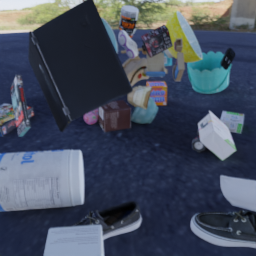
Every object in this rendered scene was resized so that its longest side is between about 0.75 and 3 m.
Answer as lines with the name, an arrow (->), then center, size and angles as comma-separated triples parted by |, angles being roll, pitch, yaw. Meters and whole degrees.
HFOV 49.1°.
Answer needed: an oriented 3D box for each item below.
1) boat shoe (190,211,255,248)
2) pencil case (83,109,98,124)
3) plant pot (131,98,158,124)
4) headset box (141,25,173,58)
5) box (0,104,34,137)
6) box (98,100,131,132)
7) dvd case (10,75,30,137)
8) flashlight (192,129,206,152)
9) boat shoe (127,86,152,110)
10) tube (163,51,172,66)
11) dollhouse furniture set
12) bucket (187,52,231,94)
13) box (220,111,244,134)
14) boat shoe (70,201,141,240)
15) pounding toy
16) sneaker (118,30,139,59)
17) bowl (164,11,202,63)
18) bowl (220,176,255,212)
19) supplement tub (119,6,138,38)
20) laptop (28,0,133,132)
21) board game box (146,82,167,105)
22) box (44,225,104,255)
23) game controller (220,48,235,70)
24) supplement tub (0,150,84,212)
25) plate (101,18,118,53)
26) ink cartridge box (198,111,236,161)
boat shoe -> 2.712, 2.228, 6.353 | 2.497, 0.707, 0.857 | 7, 26, 14
pencil case -> -1.505, -0.727, 12.741 | 0.670, 0.670, 1.534 | 5, 27, 11
plant pot -> 0.738, -0.735, 12.211 | 0.914, 1.364, 1.364 | 28, 26, -4
headset box -> 0.953, -2.970, 9.706 | 1.016, 0.755, 0.381 | -28, 50, 4
box -> -5.476, -0.405, 12.285 | 1.585, 0.437, 2.321 | 6, 26, 13
box -> -0.592, -0.517, 11.865 | 1.173, 0.963, 0.973 | -9, 29, -18
dvd case -> -3.333, -0.643, 8.599 | 0.179, 1.627, 1.188 | -9, -10, -33
flashlight -> 2.730, 0.383, 10.583 | 0.520, 0.518, 1.531 | -35, 7, 27
boat shoe -> 0.331, -0.953, 8.479 | 0.653, 0.726, 2.012 | 14, 8, 3
tube -> 1.968, -4.141, 14.516 | 0.711, 1.837, 0.463 | -2, 15, 14
dollhouse furniture set -> 1.260, -2.475, 10.551 | 1.511, 1.426, 0.986 | -1, -16, 0
bucket -> 4.705, -3.193, 16.260 | 2.461, 1.601, 2.461 | -12, 35, 8
box -> 4.384, -0.244, 11.895 | 0.909, 0.498, 1.030 | 12, 29, 20
boat shoe -> -0.641, 2.190, 6.452 | 2.094, 0.694, 0.732 | -9, 27, -19
pounding toy -> 0.160, -2.455, 11.497 | 1.162, 1.158, 2.025 | 34, 71, 28
sneaker -> 0.020, -2.934, 9.791 | 0.384, 1.025, 0.511 | -15, 20, 44
bowl -> 2.302, -3.947, 12.954 | 1.299, 2.413, 2.413 | -26, 14, 27
bowl -> 3.368, 1.666, 6.705 | 1.889, 0.705, 1.886 | 13, -7, -30
supplement tub -> -0.001, -4.494, 11.929 | 0.726, 1.185, 0.726 | 6, 42, -6
laptop -> -1.653, -1.670, 8.511 | 1.734, 2.802, 2.992 | -23, -2, -23
board game box -> 1.464, -1.802, 14.605 | 0.992, 0.992, 0.993 | 0, 25, 1
box -> -0.982, 2.554, 5.271 | 1.050, 1.045, 0.900 | -3, 25, -6
game controller -> 4.135, -2.847, 11.637 | 0.197, 0.936, 0.488 | -22, 61, -22
supplement tub -> -2.343, 1.353, 7.314 | 2.267, 1.496, 1.496 | -3, 25, -6
plate -> -1.104, -4.334, 13.488 | 0.271, 2.124, 2.124 | -34, 39, -24
ink cartridge box -> 3.152, 0.216, 10.156 | 1.108, 0.637, 1.893 | 40, 25, -8
